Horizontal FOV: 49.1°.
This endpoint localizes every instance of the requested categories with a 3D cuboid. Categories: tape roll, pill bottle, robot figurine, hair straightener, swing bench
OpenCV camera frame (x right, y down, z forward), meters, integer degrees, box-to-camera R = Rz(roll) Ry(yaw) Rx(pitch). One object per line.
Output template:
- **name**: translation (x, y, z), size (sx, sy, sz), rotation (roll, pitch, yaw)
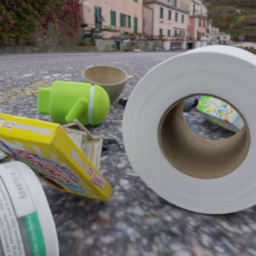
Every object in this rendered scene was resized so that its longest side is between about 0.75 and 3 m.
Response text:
- **tape roll**: translation (1.626, -0.104, 5.691), size (2.996, 2.996, 2.057), rotation (8, 21, 22)
- **pill bottle**: translation (-2.437, 1.510, 3.026), size (2.955, 1.671, 1.671), rotation (-13, 23, -37)
- **robot figurine**: translation (-1.861, -0.867, 10.062), size (2.595, 1.501, 2.277), rotation (4, 7, -8)
- **hair straightener**: translation (-1.127, 0.592, 7.793), size (2.113, 0.432, 0.813), rotation (1, 16, -13)
- **swing bench**: translation (-1.159, 0.529, 6.386), size (0.688, 1.054, 1.060), rotation (-12, -30, 32)

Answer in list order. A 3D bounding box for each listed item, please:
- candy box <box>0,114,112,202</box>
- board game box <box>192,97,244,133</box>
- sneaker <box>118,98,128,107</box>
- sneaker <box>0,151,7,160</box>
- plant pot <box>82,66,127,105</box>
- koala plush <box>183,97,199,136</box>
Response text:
- **candy box**: translation (-1.262, 0.611, 4.761), size (1.397, 2.734, 0.361), rotation (8, 63, 17)
- **board game box**: translation (3.337, -0.718, 9.644), size (1.186, 1.165, 2.261), rotation (30, 2, -31)
- **sneaker**: translation (-0.094, -1.145, 12.283), size (0.477, 0.340, 0.961), rotation (19, -19, -31)
- **sneaker**: translation (-3.554, 0.747, 7.100), size (0.622, 0.627, 1.731), rotation (-2, 4, 18)
- **plant pot**: translation (-1.101, -1.855, 12.981), size (2.024, 1.359, 2.024), rotation (5, 34, -3)
- **koala plush**: translation (1.367, -0.660, 8.261), size (1.690, 1.839, 1.631), rotation (18, -6, 29)
